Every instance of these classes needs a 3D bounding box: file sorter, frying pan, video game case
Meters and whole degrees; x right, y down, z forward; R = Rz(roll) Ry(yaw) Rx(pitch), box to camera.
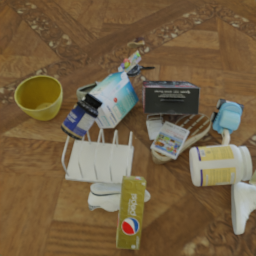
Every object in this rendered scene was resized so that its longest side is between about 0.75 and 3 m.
[{"bbox_3d":[1.126,-0.068,11.300,0.627,0.563,0.904,-6,56,-5],"label":"file sorter"},{"bbox_3d":[0.434,-2.766,13.348,1.560,0.254,0.944,11,57,12],"label":"frying pan"},{"bbox_3d":[1.524,0.425,10.129,0.957,0.120,1.337,24,55,15],"label":"video game case"},{"bbox_3d":[-1.046,0.952,10.076,2.334,1.453,1.620,5,56,4],"label":"file sorter"}]

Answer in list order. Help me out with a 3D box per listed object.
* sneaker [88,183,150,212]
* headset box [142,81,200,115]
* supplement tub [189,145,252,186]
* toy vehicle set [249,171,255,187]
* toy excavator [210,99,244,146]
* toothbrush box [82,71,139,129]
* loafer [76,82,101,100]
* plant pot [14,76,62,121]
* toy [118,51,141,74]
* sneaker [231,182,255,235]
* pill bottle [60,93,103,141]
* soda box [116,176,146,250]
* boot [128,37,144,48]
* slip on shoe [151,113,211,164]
[{"bbox_3d":[-0.298,2.398,9.549,2.131,0.858,0.814,6,11,-15],"label":"sneaker"},{"bbox_3d":[1.568,-1.224,10.932,2.002,1.039,2.690,1,14,2],"label":"headset box"},{"bbox_3d":[3.124,1.284,9.652,1.859,1.351,1.351,-5,56,7],"label":"supplement tub"},{"bbox_3d":[4.390,0.973,8.239,0.394,2.974,1.848,30,90,18],"label":"toy vehicle set"},{"bbox_3d":[3.765,0.039,10.831,0.969,1.886,1.940,17,29,2],"label":"toy excavator"},{"bbox_3d":[-0.646,-1.124,11.174,0.844,1.448,1.978,-2,35,44],"label":"toothbrush box"},{"bbox_3d":[-1.270,-1.702,12.309,2.045,0.713,0.715,-22,59,-14],"label":"loafer"},{"bbox_3d":[-3.529,-1.036,11.505,1.831,1.300,1.831,0,55,-1],"label":"plant pot"},{"bbox_3d":[-0.022,-2.999,12.922,1.300,0.307,0.748,-36,44,23],"label":"toy"},{"bbox_3d":[4.049,2.689,9.361,1.065,0.679,1.842,8,55,9],"label":"sneaker"},{"bbox_3d":[-1.519,-0.392,9.373,0.836,0.836,1.495,37,96,22],"label":"pill bottle"},{"bbox_3d":[0.074,2.574,8.648,0.709,0.670,2.094,6,89,-3],"label":"soda box"},{"bbox_3d":[0.408,-4.438,14.484,0.871,0.315,0.724,-2,44,0],"label":"boot"},{"bbox_3d":[2.029,0.438,10.772,2.860,0.866,1.087,-37,65,-26],"label":"slip on shoe"}]
